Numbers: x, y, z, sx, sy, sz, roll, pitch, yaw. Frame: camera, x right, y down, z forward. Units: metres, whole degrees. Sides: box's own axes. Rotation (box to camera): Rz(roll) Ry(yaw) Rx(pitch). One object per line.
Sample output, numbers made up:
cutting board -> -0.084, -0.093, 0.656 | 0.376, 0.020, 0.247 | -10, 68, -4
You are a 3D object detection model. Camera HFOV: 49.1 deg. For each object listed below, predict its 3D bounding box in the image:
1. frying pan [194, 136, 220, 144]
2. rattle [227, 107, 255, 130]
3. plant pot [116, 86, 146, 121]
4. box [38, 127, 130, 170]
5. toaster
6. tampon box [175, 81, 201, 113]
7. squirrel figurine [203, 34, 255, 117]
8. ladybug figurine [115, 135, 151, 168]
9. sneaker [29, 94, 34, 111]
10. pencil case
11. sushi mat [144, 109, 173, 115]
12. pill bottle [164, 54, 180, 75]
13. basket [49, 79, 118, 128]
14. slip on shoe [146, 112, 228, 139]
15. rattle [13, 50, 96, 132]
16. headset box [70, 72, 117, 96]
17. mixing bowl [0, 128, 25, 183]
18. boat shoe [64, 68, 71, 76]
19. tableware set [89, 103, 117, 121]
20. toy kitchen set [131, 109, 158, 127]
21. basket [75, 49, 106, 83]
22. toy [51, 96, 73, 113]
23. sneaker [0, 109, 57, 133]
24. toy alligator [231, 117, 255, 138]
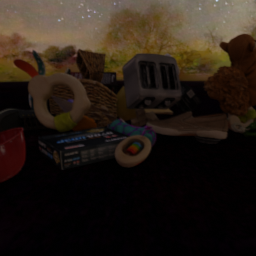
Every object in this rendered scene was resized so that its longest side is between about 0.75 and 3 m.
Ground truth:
frying pan -> 2.557, 0.321, 9.371 | 0.830, 0.223, 1.373 | 5, 7, -3
rattle -> 4.066, -0.305, 11.247 | 1.874, 1.220, 1.339 | -32, 14, -20
plant pot -> -0.102, -0.945, 12.621 | 1.086, 1.529, 1.529 | -41, 15, 2
box -> -1.199, 0.489, 7.919 | 2.186, 0.503, 1.737 | -9, 16, -33
toaster -> 0.768, -1.554, 9.322 | 1.659, 1.834, 1.088 | 0, -13, -26
tampon box -> 1.961, -1.118, 10.042 | 0.661, 0.785, 1.047 | -42, 30, 6
squirrel figurine -> 3.541, -1.684, 8.872 | 1.689, 2.228, 2.387 | 22, 57, 42
ladybug figurine -> 0.133, 0.613, 7.121 | 0.788, 0.417, 1.160 | 29, 46, 26
sneaker -> -3.747, -1.322, 11.315 | 0.596, 0.629, 1.558 | -10, -27, -33
pencil case -> 0.086, 0.181, 8.753 | 0.711, 0.772, 1.671 | 4, 9, -41
sushi mat -> 0.890, -0.885, 14.951 | 2.797, 0.169, 1.338 | -1, 13, 0
pill bottle -> 1.088, -2.328, 12.927 | 2.375, 1.374, 1.374 | -32, 15, -1
basket -> -1.863, -1.258, 11.966 | 2.739, 2.041, 1.955 | 7, 21, 31
slip on shoe -> 1.937, -0.161, 9.242 | 2.645, 0.801, 1.006 | 6, 9, 10
rattle -> -2.195, -1.105, 9.016 | 2.709, 1.764, 1.935 | 41, 22, 17
headset box -> -1.910, -1.667, 13.826 | 2.720, 2.025, 1.051 | 0, 49, -2
mixing bowl -> -2.813, 0.679, 5.989 | 1.503, 0.814, 1.503 | -18, 17, 6
boat shoe -> -2.455, -2.083, 11.602 | 0.458, 0.486, 1.354 | 25, -18, -8
tableware set -> -0.967, -0.532, 9.651 | 1.043, 0.145, 1.249 | 12, -21, 28
toy kitchen set -> 0.666, -0.230, 10.456 | 0.933, 0.761, 0.842 | -22, 49, -9
basket -> -1.550, -2.306, 11.005 | 1.078, 1.032, 1.446 | 6, -7, -16
toy -> -1.881, -0.605, 9.972 | 1.040, 1.807, 0.427 | 20, 64, 27
sneaker -> -3.737, -0.286, 10.526 | 1.265, 0.891, 2.381 | 4, 12, 29
toy alligator -> 4.588, 0.059, 9.554 | 2.732, 0.656, 0.906 | -3, 45, -15
